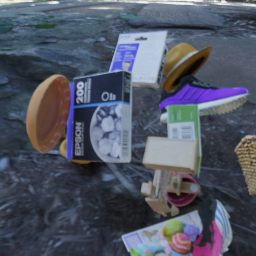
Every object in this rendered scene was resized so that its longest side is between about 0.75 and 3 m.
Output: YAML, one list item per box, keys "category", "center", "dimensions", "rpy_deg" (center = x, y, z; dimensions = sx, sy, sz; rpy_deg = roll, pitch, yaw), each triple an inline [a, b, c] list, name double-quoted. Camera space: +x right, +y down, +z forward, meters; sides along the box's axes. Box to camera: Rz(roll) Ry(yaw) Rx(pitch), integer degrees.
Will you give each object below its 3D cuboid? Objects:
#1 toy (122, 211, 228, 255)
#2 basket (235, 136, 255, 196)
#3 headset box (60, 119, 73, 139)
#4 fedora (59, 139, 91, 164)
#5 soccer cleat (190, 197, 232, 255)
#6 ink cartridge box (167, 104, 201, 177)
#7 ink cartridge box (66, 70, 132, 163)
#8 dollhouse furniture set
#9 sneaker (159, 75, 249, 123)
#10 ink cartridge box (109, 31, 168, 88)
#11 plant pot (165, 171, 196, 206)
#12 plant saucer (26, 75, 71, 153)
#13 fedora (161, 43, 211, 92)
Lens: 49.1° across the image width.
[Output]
- category: "toy"
  center: [1.380, 3.259, 8.240]
  dimensions: [2.778, 0.656, 1.599]
  rpy_deg: [-14, 37, -19]
- category: "basket"
  center: [3.007, 0.707, 5.788]
  dimensions: [1.100, 1.542, 1.148]
  rpy_deg: [-14, 71, 9]
- category: "headset box"
  center: [-2.865, -0.208, 13.197]
  dimensions: [2.076, 0.802, 1.545]
  rpy_deg: [2, 34, 5]
- category: "fedora"
  center: [-1.875, 0.960, 11.530]
  dimensions: [1.835, 0.748, 1.835]
  rpy_deg: [1, 33, -1]
- category: "soccer cleat"
  center: [2.082, 2.619, 6.573]
  dimensions: [0.959, 0.776, 2.221]
  rpy_deg: [44, 35, -9]
- category: "ink cartridge box"
  center: [1.686, 0.529, 8.288]
  dimensions: [0.816, 2.751, 1.428]
  rpy_deg: [-3, 69, 12]
- category: "ink cartridge box"
  center: [-1.168, -0.309, 9.104]
  dimensions: [2.814, 2.788, 0.611]
  rpy_deg: [-3, -7, 35]
- category: "dollhouse furniture set"
  center: [1.144, 1.333, 6.569]
  dimensions: [1.060, 2.394, 1.241]
  rpy_deg: [3, 60, 22]
- category: "sneaker"
  center: [2.311, -1.113, 9.045]
  dimensions: [2.855, 0.992, 1.420]
  rpy_deg: [-12, 74, 21]
- category: "ink cartridge box"
  center: [0.401, -2.663, 10.907]
  dimensions: [2.158, 0.473, 2.179]
  rpy_deg: [8, 77, 30]
- category: "plant pot"
  center: [1.692, 1.979, 9.824]
  dimensions: [1.155, 1.155, 1.034]
  rpy_deg: [-8, 20, -11]
- category: "plant saucer"
  center: [-2.457, -0.454, 8.710]
  dimensions: [0.459, 2.454, 2.454]
  rpy_deg: [14, 36, 7]
- category: "fedora"
  center: [2.193, -2.684, 11.690]
  dimensions: [2.724, 2.724, 1.111]
  rpy_deg: [-31, 74, -37]
